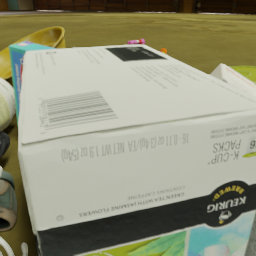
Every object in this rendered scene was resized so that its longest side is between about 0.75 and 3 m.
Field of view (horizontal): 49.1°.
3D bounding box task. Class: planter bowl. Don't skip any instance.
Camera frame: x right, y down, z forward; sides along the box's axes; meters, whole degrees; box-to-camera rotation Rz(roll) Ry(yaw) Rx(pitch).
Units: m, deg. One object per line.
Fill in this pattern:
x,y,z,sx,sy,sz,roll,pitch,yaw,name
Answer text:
-2.729,-1.614,7.892,2.782,1.159,2.782,-18,38,15,planter bowl

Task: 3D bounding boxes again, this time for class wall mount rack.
-1.753,1.082,3.287,1.350,1.173,0.503,-5,18,26,wall mount rack

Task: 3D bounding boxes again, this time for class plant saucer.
3.873,-1.705,9.649,2.255,0.350,2.255,-9,29,5,plant saucer

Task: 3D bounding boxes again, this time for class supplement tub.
-3.329,-0.288,5.958,1.325,1.325,1.827,5,30,10,supplement tub

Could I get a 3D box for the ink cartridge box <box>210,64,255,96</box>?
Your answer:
2.388,-0.570,6.339,1.162,0.681,1.586,28,41,-13,ink cartridge box

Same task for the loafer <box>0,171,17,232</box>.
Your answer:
-2.786,1.078,3.486,2.702,0.971,0.850,-2,40,-34,loafer

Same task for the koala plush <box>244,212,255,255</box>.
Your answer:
1.547,0.863,3.666,1.280,1.326,1.443,-12,15,5,koala plush

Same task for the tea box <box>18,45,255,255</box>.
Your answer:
-0.141,0.541,3.101,1.663,2.448,2.488,-9,27,-15,tea box

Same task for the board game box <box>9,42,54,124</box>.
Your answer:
-1.168,-0.562,5.511,2.342,1.781,0.527,16,32,17,board game box

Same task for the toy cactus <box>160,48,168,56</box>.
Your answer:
0.564,-1.705,9.162,1.927,1.194,2.335,-9,43,14,toy cactus

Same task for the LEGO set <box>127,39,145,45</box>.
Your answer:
0.295,-3.013,12.141,1.026,0.953,2.499,-4,33,-1,LEGO set

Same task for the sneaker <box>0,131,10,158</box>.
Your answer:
-2.465,-0.079,4.811,0.685,1.815,1.033,9,2,-5,sneaker
